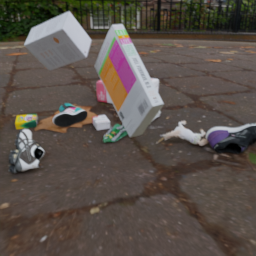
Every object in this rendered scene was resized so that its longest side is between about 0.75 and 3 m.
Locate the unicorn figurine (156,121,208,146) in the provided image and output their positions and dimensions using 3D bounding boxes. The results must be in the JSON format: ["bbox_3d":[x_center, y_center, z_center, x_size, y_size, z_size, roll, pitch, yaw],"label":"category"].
[{"bbox_3d":[2.221,0.260,11.073,1.876,0.693,1.289,12,26,25],"label":"unicorn figurine"}]

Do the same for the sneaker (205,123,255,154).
[{"bbox_3d":[4.251,0.549,10.509,2.478,0.939,1.085,-6,41,-6],"label":"sneaker"}]

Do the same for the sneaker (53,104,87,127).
[{"bbox_3d":[-2.927,-0.630,12.952,1.130,0.783,1.872,24,25,33],"label":"sneaker"}]

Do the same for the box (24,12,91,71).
[{"bbox_3d":[-1.976,-2.418,7.969,1.432,1.090,0.761,-11,53,27],"label":"box"}]

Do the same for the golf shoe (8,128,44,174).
[{"bbox_3d":[-3.456,0.786,9.830,1.059,0.872,2.242,0,33,-10],"label":"golf shoe"}]

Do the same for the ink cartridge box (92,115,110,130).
[{"bbox_3d":[-1.227,-0.239,12.629,0.634,0.358,0.864,-8,25,-18],"label":"ink cartridge box"}]

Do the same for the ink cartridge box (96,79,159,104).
[{"bbox_3d":[-0.001,-2.133,15.870,2.927,1.212,2.145,12,26,25],"label":"ink cartridge box"}]

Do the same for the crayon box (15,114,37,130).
[{"bbox_3d":[-4.655,-0.307,12.851,0.897,0.303,1.039,-6,24,-14],"label":"crayon box"}]

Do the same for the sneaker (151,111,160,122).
[{"bbox_3d":[1.115,-0.709,13.320,0.844,0.782,2.082,11,25,3],"label":"sneaker"}]

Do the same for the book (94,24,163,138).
[{"bbox_3d":[-0.054,-1.316,8.088,0.654,1.818,2.722,-15,69,-25],"label":"book"}]

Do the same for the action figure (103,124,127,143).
[{"bbox_3d":[-0.502,0.220,11.556,0.965,0.447,1.633,17,32,28],"label":"action figure"}]
